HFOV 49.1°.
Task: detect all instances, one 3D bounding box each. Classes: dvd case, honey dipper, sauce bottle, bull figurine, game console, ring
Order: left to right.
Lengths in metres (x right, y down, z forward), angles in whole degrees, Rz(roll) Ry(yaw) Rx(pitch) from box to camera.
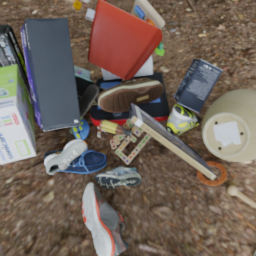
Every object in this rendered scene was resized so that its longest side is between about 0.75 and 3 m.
[{"bbox_3d":[-0.376,0.035,8.481,0.989,0.327,0.327,19,51,6],"label":"sauce bottle"},{"bbox_3d":[-0.413,-0.070,9.607,1.446,0.471,0.878,-3,39,11],"label":"bull figurine"},{"bbox_3d":[0.045,-1.143,10.090,2.648,0.465,2.994,-7,39,6],"label":"game console"},{"bbox_3d":[1.138,0.287,7.880,2.656,0.212,1.975,35,11,-9],"label":"dvd case"},{"bbox_3d":[2.536,1.366,8.501,0.877,0.084,0.877,-9,44,8],"label":"ring"},{"bbox_3d":[3.867,2.388,7.616,2.555,0.485,0.485,32,56,30],"label":"honey dipper"}]

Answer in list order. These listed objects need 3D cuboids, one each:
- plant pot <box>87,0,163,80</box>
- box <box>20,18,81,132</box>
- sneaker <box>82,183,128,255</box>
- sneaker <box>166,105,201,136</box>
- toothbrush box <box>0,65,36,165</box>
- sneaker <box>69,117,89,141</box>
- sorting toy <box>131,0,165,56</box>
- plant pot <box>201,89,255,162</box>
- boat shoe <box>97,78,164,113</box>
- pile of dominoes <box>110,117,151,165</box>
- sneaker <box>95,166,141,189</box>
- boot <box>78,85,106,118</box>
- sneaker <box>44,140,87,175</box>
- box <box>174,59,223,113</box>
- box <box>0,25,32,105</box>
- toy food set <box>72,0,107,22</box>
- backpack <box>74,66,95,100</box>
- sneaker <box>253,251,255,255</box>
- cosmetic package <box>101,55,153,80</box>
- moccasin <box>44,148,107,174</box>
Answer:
[{"bbox_3d":[-0.190,-2.540,8.721,1.946,1.715,1.944,27,14,3],"label":"plant pot"},{"bbox_3d":[-2.112,-1.397,7.488,1.037,2.629,1.856,-11,14,-25],"label":"box"},{"bbox_3d":[-0.615,2.425,7.501,0.867,0.816,2.117,4,44,-33],"label":"sneaker"},{"bbox_3d":[1.712,-0.225,8.962,0.811,0.822,2.152,41,16,24],"label":"sneaker"},{"bbox_3d":[-3.334,-0.445,7.848,1.008,1.704,2.341,-13,40,-10],"label":"toothbrush box"},{"bbox_3d":[-1.650,0.024,9.270,0.546,0.639,1.541,-6,30,-21],"label":"sneaker"},{"bbox_3d":[0.738,-3.394,9.661,0.280,1.407,1.903,-39,89,-21],"label":"sorting toy"},{"bbox_3d":[2.949,0.027,7.747,2.226,2.226,2.377,32,22,25],"label":"plant pot"},{"bbox_3d":[-0.025,-1.137,9.099,2.420,0.894,0.895,-13,43,-34],"label":"boat shoe"},{"bbox_3d":[0.033,0.298,8.546,1.022,0.209,1.312,40,90,30],"label":"pile of dominoes"},{"bbox_3d":[-0.321,1.452,8.415,1.354,0.526,0.584,1,36,-9],"label":"sneaker"},{"bbox_3d":[-1.251,-0.804,8.927,0.485,1.326,0.998,39,16,8],"label":"boot"},{"bbox_3d":[-1.570,0.801,7.179,1.252,0.474,0.576,-33,34,6],"label":"sneaker"},{"bbox_3d":[2.094,-1.320,8.594,0.758,1.417,1.051,25,15,-4],"label":"box"},{"bbox_3d":[-4.860,-1.851,9.350,2.872,2.974,0.707,-4,50,1],"label":"box"},{"bbox_3d":[-1.339,-4.802,11.665,1.932,0.869,0.922,15,87,-15],"label":"toy food set"},{"bbox_3d":[-2.213,-1.509,9.801,1.561,1.776,1.361,9,79,-41],"label":"backpack"},{"bbox_3d":[3.561,2.922,6.815,0.570,0.897,1.574,30,57,21],"label":"sneaker"},{"bbox_3d":[-0.028,-2.429,10.458,1.878,0.762,1.060,-7,39,7],"label":"cosmetic package"},{"bbox_3d":[-1.629,1.007,8.605,1.943,0.663,0.782,-6,49,-5],"label":"moccasin"}]
